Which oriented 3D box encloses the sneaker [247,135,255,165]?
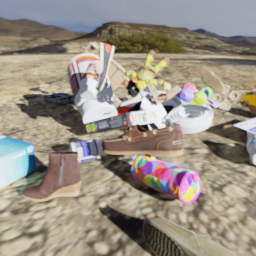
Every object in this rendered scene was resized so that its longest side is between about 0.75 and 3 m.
[{"bbox_3d":[4.371,0.797,7.122,2.541,0.953,1.101,0,23,26],"label":"sneaker"}]

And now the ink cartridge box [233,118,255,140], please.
[{"bbox_3d":[5.056,0.207,9.166,2.303,0.504,2.324,-14,25,-35],"label":"ink cartridge box"}]

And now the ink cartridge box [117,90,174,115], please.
[{"bbox_3d":[0.841,-1.053,12.519,2.407,0.845,2.961,7,18,22],"label":"ink cartridge box"}]

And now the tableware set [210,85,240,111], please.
[{"bbox_3d":[3.719,-1.184,10.784,0.854,1.022,0.119,38,-9,22],"label":"tableware set"}]

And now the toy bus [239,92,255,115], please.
[{"bbox_3d":[5.732,-0.887,11.732,0.671,0.807,2.061,-47,31,-6],"label":"toy bus"}]

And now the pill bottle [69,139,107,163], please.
[{"bbox_3d":[-1.109,0.630,7.859,0.996,0.576,0.576,-8,20,-23],"label":"pill bottle"}]

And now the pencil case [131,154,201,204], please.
[{"bbox_3d":[0.776,1.051,6.166,0.749,0.749,1.694,-14,20,-35],"label":"pencil case"}]

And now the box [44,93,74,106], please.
[{"bbox_3d":[-3.463,-1.513,14.491,1.432,0.329,1.138,14,24,36],"label":"box"}]

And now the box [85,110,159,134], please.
[{"bbox_3d":[-0.253,-0.157,8.726,1.206,0.381,2.192,-8,-2,-41],"label":"box"}]

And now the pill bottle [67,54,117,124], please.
[{"bbox_3d":[-1.346,-1.388,10.409,1.473,1.473,2.688,-7,54,-19],"label":"pill bottle"}]

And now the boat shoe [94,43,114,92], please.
[{"bbox_3d":[-0.709,-1.601,7.417,0.403,1.288,0.458,14,-1,-14],"label":"boat shoe"}]

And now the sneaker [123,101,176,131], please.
[{"bbox_3d":[0.890,-0.448,9.814,2.229,0.852,1.277,-7,-14,-11],"label":"sneaker"}]

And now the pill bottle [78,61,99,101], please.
[{"bbox_3d":[-1.137,-1.501,8.934,0.655,0.655,1.195,6,56,16],"label":"pill bottle"}]

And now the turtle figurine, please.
[{"bbox_3d":[0.481,-1.564,7.870,1.780,0.573,1.435,18,59,21],"label":"turtle figurine"}]

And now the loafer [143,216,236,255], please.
[{"bbox_3d":[0.937,1.864,4.308,1.619,0.615,0.546,26,29,33],"label":"loafer"}]

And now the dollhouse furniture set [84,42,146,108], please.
[{"bbox_3d":[-0.778,-2.207,12.093,2.825,1.464,1.251,42,17,1],"label":"dollhouse furniture set"}]

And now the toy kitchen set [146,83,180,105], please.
[{"bbox_3d":[1.081,-1.226,8.542,0.812,0.733,0.663,-30,-3,2],"label":"toy kitchen set"}]

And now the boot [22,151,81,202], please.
[{"bbox_3d":[-1.659,1.001,6.014,1.277,1.062,0.462,-3,19,-8],"label":"boot"}]

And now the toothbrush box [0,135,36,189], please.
[{"bbox_3d":[-3.378,0.898,6.750,1.329,0.774,1.815,10,21,27],"label":"toothbrush box"}]

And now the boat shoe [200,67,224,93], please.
[{"bbox_3d":[3.249,-1.856,10.712,1.207,0.434,0.391,49,33,14],"label":"boat shoe"}]

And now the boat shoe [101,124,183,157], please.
[{"bbox_3d":[0.287,0.262,6.698,2.118,0.745,0.746,-3,8,26],"label":"boat shoe"}]

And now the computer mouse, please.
[{"bbox_3d":[0.802,-0.672,9.002,0.520,2.370,1.299,-13,27,38],"label":"computer mouse"}]

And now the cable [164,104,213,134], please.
[{"bbox_3d":[1.985,-0.297,8.952,1.375,0.476,1.375,9,32,26],"label":"cable"}]

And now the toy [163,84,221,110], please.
[{"bbox_3d":[2.547,-1.282,10.933,1.669,0.684,2.898,36,30,26],"label":"toy"}]
